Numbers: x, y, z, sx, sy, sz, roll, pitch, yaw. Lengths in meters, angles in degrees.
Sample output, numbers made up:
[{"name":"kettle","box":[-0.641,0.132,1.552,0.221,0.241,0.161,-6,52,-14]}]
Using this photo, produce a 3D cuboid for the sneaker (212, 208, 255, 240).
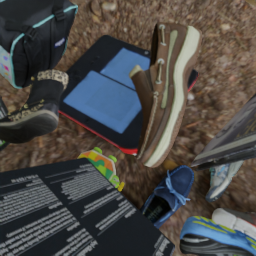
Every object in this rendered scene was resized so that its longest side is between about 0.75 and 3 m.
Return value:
[{"name":"sneaker","box":[2.831,2.119,5.953,2.117,0.816,0.867,23,45,7]}]

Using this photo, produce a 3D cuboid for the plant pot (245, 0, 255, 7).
[{"name":"plant pot","box":[2.978,-3.221,5.249,2.226,2.226,2.377,25,37,9]}]

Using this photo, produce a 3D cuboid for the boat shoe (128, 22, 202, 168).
[{"name":"boat shoe","box":[0.405,-0.614,4.337,0.895,0.894,2.420,20,66,-5]}]

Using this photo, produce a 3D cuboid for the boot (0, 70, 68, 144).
[{"name":"boot","box":[-1.518,-0.329,4.358,1.326,0.485,0.998,-15,49,31]}]

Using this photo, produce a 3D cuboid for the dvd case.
[{"name":"dvd case","box":[2.266,-0.370,4.589,0.212,1.975,2.656,45,73,3]}]

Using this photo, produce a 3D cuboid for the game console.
[{"name":"game console","box":[-0.213,-0.982,6.811,2.994,0.465,2.648,29,72,23]}]

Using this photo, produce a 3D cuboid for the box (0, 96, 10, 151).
[{"name":"box","box":[-3.254,-0.196,3.846,0.707,2.974,2.872,15,45,29]}]

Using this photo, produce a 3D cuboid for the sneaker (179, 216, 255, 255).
[{"name":"sneaker","box":[1.427,1.785,3.922,1.541,0.546,0.639,24,100,0]}]

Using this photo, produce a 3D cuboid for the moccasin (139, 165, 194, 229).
[{"name":"moccasin","box":[0.831,1.614,6.047,0.782,0.663,1.943,35,73,12]}]

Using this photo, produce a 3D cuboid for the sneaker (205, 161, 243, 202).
[{"name":"sneaker","box":[2.070,1.081,6.404,0.584,0.526,1.354,32,65,23]}]

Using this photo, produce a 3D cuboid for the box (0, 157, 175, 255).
[{"name":"box","box":[-0.706,1.369,2.918,1.856,2.629,1.037,40,101,16]}]

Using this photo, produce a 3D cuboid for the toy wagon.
[{"name":"toy wagon","box":[-0.523,0.814,5.052,1.000,0.198,0.776,26,69,21]}]

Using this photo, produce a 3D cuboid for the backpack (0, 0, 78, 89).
[{"name":"backpack","box":[-1.862,-1.643,5.088,1.361,1.776,1.561,38,63,5]}]
